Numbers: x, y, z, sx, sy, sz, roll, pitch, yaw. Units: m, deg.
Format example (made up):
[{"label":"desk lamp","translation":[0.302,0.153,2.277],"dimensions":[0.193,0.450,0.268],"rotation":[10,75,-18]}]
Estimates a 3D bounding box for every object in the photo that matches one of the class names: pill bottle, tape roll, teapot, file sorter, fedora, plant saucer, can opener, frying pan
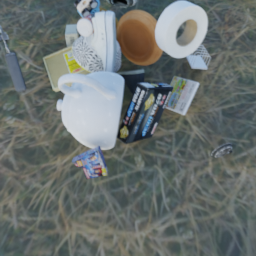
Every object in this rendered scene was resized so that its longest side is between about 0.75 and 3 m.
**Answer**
[{"label":"pill bottle","translation":[-1.323,-3.686,9.959],"dimensions":[0.611,0.611,1.115],"rotation":[17,38,8]},{"label":"tape roll","translation":[1.889,-3.448,9.906],"dimensions":[1.860,1.860,0.651],"rotation":[-28,47,-14]},{"label":"teapot","translation":[-1.288,-0.641,9.109],"dimensions":[2.031,2.781,2.745],"rotation":[9,24,-5]},{"label":"file sorter","translation":[2.934,-2.984,11.712],"dimensions":[0.682,0.612,0.984],"rotation":[2,43,-11]},{"label":"fedora","translation":[-1.242,-4.212,12.093],"dimensions":[1.815,0.740,1.815],"rotation":[-1,95,-16]},{"label":"plant saucer","translation":[0.380,-3.529,11.270],"dimensions":[2.228,2.228,0.417],"rotation":[33,48,16]},{"label":"can opener","translation":[-4.456,-2.459,10.195],"dimensions":[0.809,0.645,2.418],"rotation":[-17,104,-16]},{"label":"frying pan","translation":[3.314,0.884,9.795],"dimensions":[0.775,1.281,0.208],"rotation":[-30,58,8]}]

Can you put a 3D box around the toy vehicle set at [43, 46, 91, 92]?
[{"label":"toy vehicle set","translation":[-2.090,-2.549,11.192],"dimensions":[2.368,0.314,1.471],"rotation":[-21,79,5]}]

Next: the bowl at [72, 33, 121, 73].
[{"label":"bowl","translation":[-1.068,-3.142,10.865],"dimensions":[2.066,0.970,2.066],"rotation":[13,55,-19]}]

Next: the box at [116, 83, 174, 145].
[{"label":"box","translation":[0.582,-0.522,9.518],"dimensions":[0.478,2.078,1.652],"rotation":[36,27,28]}]

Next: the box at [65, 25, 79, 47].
[{"label":"box","translation":[-2.414,-3.995,12.141],"dimensions":[0.508,0.610,1.484],"rotation":[-7,36,-5]}]

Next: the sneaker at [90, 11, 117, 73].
[{"label":"sneaker","translation":[-0.852,-2.843,9.625],"dimensions":[0.817,2.308,0.843],"rotation":[6,38,6]}]

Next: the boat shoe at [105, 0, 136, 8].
[{"label":"boat shoe","translation":[-0.544,-5.222,11.136],"dimensions":[1.825,0.645,0.581],"rotation":[27,51,30]}]

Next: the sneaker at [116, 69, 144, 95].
[{"label":"sneaker","translation":[0.043,-1.715,10.769],"dimensions":[0.649,1.735,0.921],"rotation":[-12,102,-25]}]

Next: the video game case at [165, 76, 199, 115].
[{"label":"video game case","translation":[1.953,-1.249,10.690],"dimensions":[1.175,0.148,1.291],"rotation":[28,95,45]}]

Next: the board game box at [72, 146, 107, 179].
[{"label":"board game box","translation":[-1.114,1.021,8.048],"dimensions":[0.867,0.867,0.268],"rotation":[-12,25,8]}]

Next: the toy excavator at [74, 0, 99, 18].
[{"label":"toy excavator","translation":[-1.491,-4.358,10.791],"dimensions":[1.319,1.357,0.678],"rotation":[-42,71,18]}]

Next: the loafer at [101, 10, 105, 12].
[{"label":"loafer","translation":[-0.762,-3.804,9.744],"dimensions":[0.360,1.053,0.399],"rotation":[16,102,-1]}]
